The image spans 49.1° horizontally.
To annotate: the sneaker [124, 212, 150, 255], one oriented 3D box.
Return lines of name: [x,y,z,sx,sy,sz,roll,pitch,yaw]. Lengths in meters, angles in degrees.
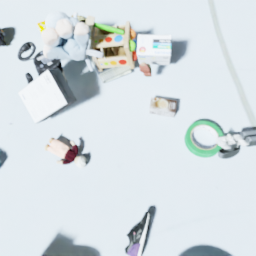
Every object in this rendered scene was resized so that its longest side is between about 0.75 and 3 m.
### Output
sneaker: [0.269,3.178,8.495,0.604,0.523,1.380,13,62,13]

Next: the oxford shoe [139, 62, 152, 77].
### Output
oxford shoe: [0.638,-2.211,10.265,0.364,1.030,0.380,2,78,14]

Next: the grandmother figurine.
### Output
grandmother figurine: [-2.116,0.889,9.792,1.568,0.475,0.951,30,91,12]

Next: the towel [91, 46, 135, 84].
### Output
towel: [-0.625,-2.675,11.758,1.538,0.266,1.481,-26,60,-3]

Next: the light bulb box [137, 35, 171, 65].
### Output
light bulb box: [0.996,-2.927,10.584,1.245,1.256,0.784,3,87,6]

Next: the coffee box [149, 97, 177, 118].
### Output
coffee box: [1.323,-0.790,10.709,1.000,0.399,0.572,8,62,4]

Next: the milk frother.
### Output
milk frother: [-3.298,-2.311,10.852,1.525,1.590,1.690,-17,63,-11]

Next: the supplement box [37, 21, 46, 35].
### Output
supplement box: [-3.298,-3.969,12.234,0.777,0.772,1.418,-25,64,-13]

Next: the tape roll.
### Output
tape roll: [2.723,0.403,10.100,1.356,0.326,1.356,0,61,1]

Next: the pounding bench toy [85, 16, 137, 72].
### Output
pounding bench toy: [-0.557,-3.357,10.669,1.660,2.128,1.322,-2,64,12]

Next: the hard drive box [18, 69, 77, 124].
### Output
hard drive box: [-2.836,-1.093,9.782,1.663,0.639,1.296,-26,94,27]

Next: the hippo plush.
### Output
hippo plush: [-2.028,-3.483,10.053,2.251,1.793,1.810,7,57,-33]

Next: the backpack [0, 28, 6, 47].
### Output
backpack: [-5.959,-4.050,12.309,1.061,0.817,1.011,-10,51,-2]

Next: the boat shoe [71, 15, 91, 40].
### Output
boat shoe: [-2.011,-4.697,12.741,0.678,0.584,1.857,-34,66,-17]

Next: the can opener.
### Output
can opener: [4.218,0.491,9.915,2.415,0.802,0.636,-10,37,-11]
